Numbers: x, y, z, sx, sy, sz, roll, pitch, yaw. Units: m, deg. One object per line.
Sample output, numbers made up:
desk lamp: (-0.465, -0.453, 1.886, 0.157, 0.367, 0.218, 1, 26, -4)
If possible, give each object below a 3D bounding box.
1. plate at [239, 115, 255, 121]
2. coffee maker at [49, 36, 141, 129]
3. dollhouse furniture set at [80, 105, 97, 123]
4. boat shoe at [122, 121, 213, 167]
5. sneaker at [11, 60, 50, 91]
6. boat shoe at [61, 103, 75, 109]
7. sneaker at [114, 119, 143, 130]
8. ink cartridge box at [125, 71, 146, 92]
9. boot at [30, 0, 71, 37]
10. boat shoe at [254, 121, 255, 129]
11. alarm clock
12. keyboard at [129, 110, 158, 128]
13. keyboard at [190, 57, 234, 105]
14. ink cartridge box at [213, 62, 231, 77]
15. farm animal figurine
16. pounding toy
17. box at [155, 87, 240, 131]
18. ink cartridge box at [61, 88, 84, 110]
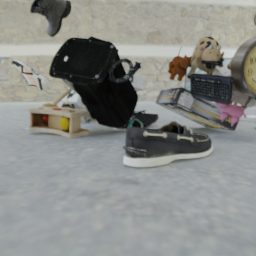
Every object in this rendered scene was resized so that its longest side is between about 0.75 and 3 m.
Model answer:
plate: (5.882, -0.459, 13.233, 1.193, 0.193, 1.196, -4, 8, -21)
coffee maker: (-0.651, -1.090, 8.144, 2.478, 1.738, 2.580, 40, -8, 31)
dollhouse furniture set: (-1.802, -0.494, 12.193, 0.769, 0.773, 1.097, 4, 37, 34)
boat shoe: (0.844, 0.220, 5.355, 2.310, 0.697, 0.853, -5, 9, -37)
sneaker: (-2.196, -1.155, 6.177, 0.908, 0.363, 0.335, 36, -3, -9)
boat shoe: (-2.721, -0.755, 13.077, 0.824, 0.811, 2.211, -2, 7, -17)
sneaker: (0.007, -0.081, 9.210, 1.040, 0.435, 0.628, 0, -3, -7)
ink cartridge box: (-0.245, -1.884, 11.036, 1.659, 0.553, 0.961, 11, -3, -23)
boot: (-2.190, -3.024, 7.483, 0.904, 0.479, 1.373, -1, -24, -37)
boat shoe: (4.764, -0.147, 10.112, 0.353, 0.307, 0.958, 5, 8, 37)
alarm clock: (3.200, -1.661, 6.644, 1.498, 2.221, 0.739, -11, 19, -7)
keyboard: (0.181, -0.267, 11.422, 2.597, 0.515, 1.351, 9, 34, 46)
keyboard: (2.082, -1.244, 7.208, 0.181, 1.117, 1.758, -5, 14, -18)
ink cartridge box: (3.072, -1.505, 8.784, 0.820, 0.478, 1.135, -23, -28, -11)
farm animal figurine: (2.645, -1.608, 7.886, 2.201, 1.370, 2.725, -26, 57, -39)
pounding toy: (-2.243, -0.541, 8.550, 1.378, 1.383, 2.410, -5, 13, -44)
box: (2.206, -0.604, 9.203, 2.221, 0.537, 1.759, 24, -3, -15)
ink cartridge box: (-2.087, -1.244, 13.835, 1.656, 0.941, 2.272, 34, -12, -29)
